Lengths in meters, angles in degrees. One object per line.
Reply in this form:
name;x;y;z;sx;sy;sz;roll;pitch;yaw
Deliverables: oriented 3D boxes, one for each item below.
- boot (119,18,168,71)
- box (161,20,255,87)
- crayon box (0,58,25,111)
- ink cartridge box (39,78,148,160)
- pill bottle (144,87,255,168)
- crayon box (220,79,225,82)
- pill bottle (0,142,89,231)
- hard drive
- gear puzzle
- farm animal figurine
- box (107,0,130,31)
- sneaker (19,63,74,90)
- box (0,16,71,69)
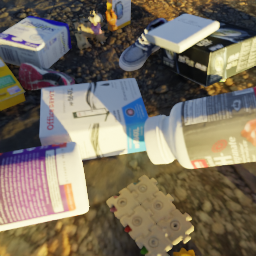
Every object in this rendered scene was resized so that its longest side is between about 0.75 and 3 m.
boot;0.582;-3.246;10.663;0.919;1.141;2.526;34;57;11
box;2.947;-2.778;9.996;2.773;1.194;2.271;-24;42;-26
crayon box;-4.689;-1.327;9.220;1.817;0.746;2.891;-27;51;-24
ink cartridge box;-0.978;-0.254;7.874;2.772;1.169;2.024;-8;46;-8
pill bottle;1.837;0.078;6.225;2.773;1.535;1.535;-10;42;23
crayon box;3.119;-1.991;10.219;0.789;0.230;0.681;6;46;8
pill bottle;-2.410;1.303;6.037;2.904;1.618;1.618;-9;47;-9
hard drive;1.798;-3.200;9.303;1.415;0.286;2.145;32;53;32
gear puzzle;0.675;2.154;6.054;1.284;0.325;2.479;-32;49;-18
farm animal figurine;-1.505;-3.968;11.646;2.174;1.134;2.150;-38;44;-22
box;-0.401;-5.376;12.323;0.403;1.943;1.157;34;54;28
sneaker;-2.851;-1.640;9.594;2.130;0.859;0.795;21;21;19
box;-3.596;-3.315;10.911;1.915;1.092;2.082;18;48;16
